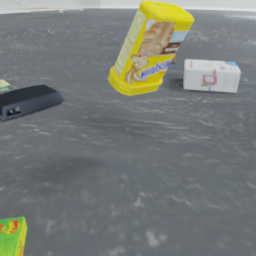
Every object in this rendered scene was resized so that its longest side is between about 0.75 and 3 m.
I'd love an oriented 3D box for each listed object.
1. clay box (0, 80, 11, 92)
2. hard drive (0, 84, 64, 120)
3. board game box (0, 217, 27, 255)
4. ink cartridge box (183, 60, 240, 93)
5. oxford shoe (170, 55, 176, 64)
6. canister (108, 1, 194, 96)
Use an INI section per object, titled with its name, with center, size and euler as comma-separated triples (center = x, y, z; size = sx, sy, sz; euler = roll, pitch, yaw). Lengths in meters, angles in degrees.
[clay box]
center = -5.378, -1.783, 11.779
size = 0.522, 0.216, 0.908
euler = -23, 36, -36
[hard drive]
center = -3.668, -1.013, 10.068
size = 2.283, 0.483, 1.540
euler = -24, 37, -37
[board game box]
center = -2.094, 2.078, 4.546
size = 0.667, 0.313, 1.313
euler = -5, 29, -9
[ink cartridge box]
center = 3.445, -2.233, 11.868
size = 2.163, 0.915, 1.563
euler = 7, 29, 9
[oxford shoe]
center = 1.745, -3.948, 15.373
size = 1.775, 0.632, 0.633
euler = 6, 30, 14
[canister]
center = 0.427, -1.542, 5.540
size = 1.250, 1.683, 0.728
euler = -16, 56, -41
